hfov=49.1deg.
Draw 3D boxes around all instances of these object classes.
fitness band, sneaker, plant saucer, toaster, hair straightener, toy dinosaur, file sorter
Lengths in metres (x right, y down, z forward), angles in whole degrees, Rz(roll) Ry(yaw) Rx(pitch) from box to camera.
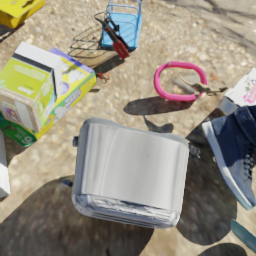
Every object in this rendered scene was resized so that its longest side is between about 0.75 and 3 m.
[{"bbox_3d":[1.512,-1.345,8.132,1.555,0.291,1.117,4,90,-8],"label":"fitness band"},{"bbox_3d":[2.914,0.545,6.531,1.716,0.903,2.375,-28,59,22],"label":"sneaker"},{"bbox_3d":[2.503,2.330,5.613,0.213,1.183,1.183,-47,67,-3],"label":"plant saucer"},{"bbox_3d":[0.099,1.062,6.099,2.901,1.648,1.873,13,67,-8],"label":"toaster"},{"bbox_3d":[-0.469,-2.904,8.537,0.383,1.874,0.721,-11,66,26],"label":"hair straightener"},{"bbox_3d":[1.920,-1.058,7.497,1.384,0.403,0.700,19,26,21],"label":"toy dinosaur"},{"bbox_3d":[-0.179,-3.687,9.483,1.179,1.042,1.699,7,58,4],"label":"file sorter"}]

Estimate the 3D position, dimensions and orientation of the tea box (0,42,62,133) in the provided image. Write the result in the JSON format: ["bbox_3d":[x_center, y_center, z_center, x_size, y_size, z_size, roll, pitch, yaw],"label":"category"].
[{"bbox_3d":[-2.319,-0.911,6.671,0.984,1.473,1.449,23,65,0],"label":"tea box"}]

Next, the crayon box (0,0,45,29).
[{"bbox_3d":[-4.389,-4.697,10.298,2.742,0.696,1.741,30,63,18],"label":"crayon box"}]

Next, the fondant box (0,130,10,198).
[{"bbox_3d":[-3.378,0.365,6.052,0.728,2.498,1.802,-14,62,-12],"label":"fondant box"}]

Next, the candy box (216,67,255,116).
[{"bbox_3d":[3.695,-0.593,7.744,1.531,0.653,1.825,-40,70,-22],"label":"candy box"}]

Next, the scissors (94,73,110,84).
[{"bbox_3d":[-0.929,-1.634,8.482,0.806,0.295,0.056,32,22,1],"label":"scissors"}]

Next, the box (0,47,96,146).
[{"bbox_3d":[-2.493,-0.945,8.000,1.697,0.699,2.892,32,66,17],"label":"box"}]
